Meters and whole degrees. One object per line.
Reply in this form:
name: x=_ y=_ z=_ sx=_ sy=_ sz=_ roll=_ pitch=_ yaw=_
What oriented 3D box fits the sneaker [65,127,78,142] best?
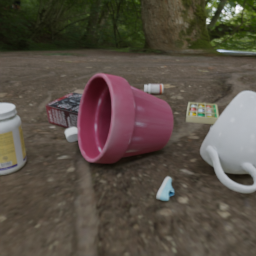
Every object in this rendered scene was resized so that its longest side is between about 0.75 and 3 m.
sneaker: x=-1.934 y=0.156 z=11.527 sx=1.333 sy=0.491 sz=0.770 roll=-10 pitch=26 yaw=-21

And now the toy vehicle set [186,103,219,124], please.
toy vehicle set: x=3.750 y=-0.771 z=14.170 sx=1.488 sy=0.317 sz=2.395 roll=5 pitch=22 yaw=13

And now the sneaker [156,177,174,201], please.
sneaker: x=1.100 y=1.722 z=7.751 sx=0.392 sy=0.354 sz=0.957 roll=20 pitch=33 yaw=17

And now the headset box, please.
headset box: x=-2.394 y=-0.797 z=13.052 sx=2.560 sy=0.989 sz=1.905 roll=13 pitch=31 yaw=31

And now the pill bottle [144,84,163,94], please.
pill bottle: x=1.653 y=-2.514 z=18.228 sx=1.188 sy=0.651 sz=0.651 roll=0 pitch=21 yaw=1

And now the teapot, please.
teapot: x=3.656 y=0.424 z=8.418 sx=2.057 sy=2.816 sz=2.779 roll=38 pitch=7 yaw=22

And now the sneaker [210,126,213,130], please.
sneaker: x=3.999 y=0.067 z=11.929 sx=1.016 sy=0.360 sz=0.371 roll=-1 pitch=21 yaw=-2

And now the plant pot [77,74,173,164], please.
plant pot: x=-0.042 y=-0.209 z=9.696 sx=2.640 sy=2.949 sz=2.949 roll=6 pitch=16 yaw=-30

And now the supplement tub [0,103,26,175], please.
supplement tub: x=-4.111 y=0.337 z=8.939 sx=1.450 sy=1.995 sz=1.450 roll=0 pitch=21 yaw=0
